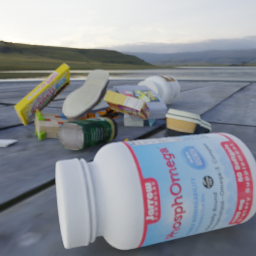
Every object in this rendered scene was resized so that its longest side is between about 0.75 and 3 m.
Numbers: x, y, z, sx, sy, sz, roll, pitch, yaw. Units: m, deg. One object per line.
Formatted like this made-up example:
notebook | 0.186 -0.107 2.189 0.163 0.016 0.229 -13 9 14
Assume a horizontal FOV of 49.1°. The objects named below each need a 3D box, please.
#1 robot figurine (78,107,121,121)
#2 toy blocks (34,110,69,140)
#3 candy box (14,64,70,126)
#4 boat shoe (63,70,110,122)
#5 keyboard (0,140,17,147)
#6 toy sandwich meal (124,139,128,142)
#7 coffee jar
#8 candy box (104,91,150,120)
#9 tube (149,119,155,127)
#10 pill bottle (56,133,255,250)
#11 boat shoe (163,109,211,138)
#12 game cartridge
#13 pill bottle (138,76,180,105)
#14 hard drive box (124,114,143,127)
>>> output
robot figurine | -0.989 -0.397 9.860 1.103 0.443 1.521 -16 2 45
toy blocks | -2.290 -0.087 8.633 1.015 0.742 1.484 3 21 -25
candy box | -2.737 -1.092 9.198 0.288 2.183 1.116 37 -24 9
boat shoe | -1.344 -0.997 9.440 0.938 0.777 2.611 14 44 11
keyboard | -4.168 0.387 7.618 2.121 0.113 0.597 1 12 3
toy sandwich meal | 0.166 0.553 5.889 1.234 0.423 1.234 2 19 -1
coffee jar | -0.961 0.111 7.199 0.830 0.679 1.591 5 10 30
candy box | -0.024 -0.696 8.622 1.283 0.362 0.749 20 -13 24
tube | 0.828 -0.258 10.177 0.210 0.322 0.832 -16 5 13
pill bottle | 0.320 0.742 3.415 2.252 1.225 1.225 -5 13 -19
boat shoe | 1.466 0.144 7.010 1.039 0.867 2.786 11 0 20
game cartridge | 0.457 -1.013 10.381 1.495 0.459 2.246 -2 32 -23
pill bottle | 1.518 -1.887 14.510 1.578 1.578 2.760 7 14 28
hard drive box | 0.187 -0.284 10.099 0.666 0.328 0.855 1 12 -4
